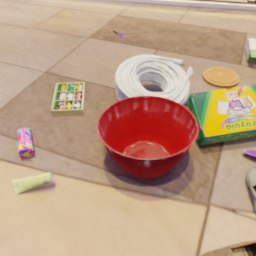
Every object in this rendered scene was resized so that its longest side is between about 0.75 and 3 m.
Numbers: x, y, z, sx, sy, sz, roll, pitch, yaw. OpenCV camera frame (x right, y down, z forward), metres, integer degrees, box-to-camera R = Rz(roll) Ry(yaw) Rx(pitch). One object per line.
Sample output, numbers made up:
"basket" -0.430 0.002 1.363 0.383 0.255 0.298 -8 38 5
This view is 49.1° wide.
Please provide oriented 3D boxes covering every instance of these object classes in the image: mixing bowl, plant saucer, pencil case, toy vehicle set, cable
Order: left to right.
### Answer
"pencil case" -3.528 0.509 9.614 0.543 0.543 1.229 -14 42 -15
"toy vehicle set" -2.486 -1.255 11.782 1.255 0.268 2.019 -3 42 -4
"mixing bowl" 0.580 0.449 8.826 2.985 1.617 2.985 -1 41 1
"cable" 0.950 -1.705 11.242 2.997 1.038 2.997 17 55 2
"plant saucer" 4.343 -2.408 13.083 1.657 0.267 1.657 0 42 0

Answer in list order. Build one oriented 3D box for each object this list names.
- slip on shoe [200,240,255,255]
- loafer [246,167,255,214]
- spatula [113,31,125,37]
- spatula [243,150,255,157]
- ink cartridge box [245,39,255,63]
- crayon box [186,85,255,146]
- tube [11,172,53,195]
"slip on shoe" 2.354 3.140 6.591 1.976 0.599 0.751 -9 42 -10
"loafer" 3.844 1.752 8.160 0.589 0.587 1.683 3 42 4
"spatula" -0.603 -5.678 16.871 0.288 0.105 1.020 -30 50 -29
"spatula" 4.717 1.244 8.998 0.578 0.210 2.047 -11 41 -45
"ink cartridge box" 6.733 -3.816 14.370 1.121 0.640 2.159 10 43 11
"crayon box" 3.704 -0.488 9.969 2.863 0.834 1.700 -9 67 -7
"tube" -2.834 1.612 8.314 1.194 0.310 0.346 -17 53 0
